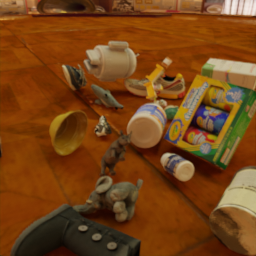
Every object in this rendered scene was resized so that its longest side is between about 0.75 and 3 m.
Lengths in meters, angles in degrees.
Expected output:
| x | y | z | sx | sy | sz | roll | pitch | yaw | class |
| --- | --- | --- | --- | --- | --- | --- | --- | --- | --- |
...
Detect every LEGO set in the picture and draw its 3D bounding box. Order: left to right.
| x | y | z | sx | sy | sz | roll | pitch | yaw | class |
| --- | --- | --- | --- | --- | --- | --- | --- | --- | --- |
| 1.341 | -1.873 | 12.209 | 1.071 | 0.866 | 2.327 | 2 | 70 | 28 | LEGO set |

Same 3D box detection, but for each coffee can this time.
| x | y | z | sx | sy | sz | roll | pitch | yaw | class |
| --- | --- | --- | --- | --- | --- | --- | --- | --- | --- |
| 2.618 | 1.728 | 6.094 | 1.170 | 1.170 | 1.598 | 19 | 34 | 31 | coffee can |

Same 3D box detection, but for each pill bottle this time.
| x | y | z | sx | sy | sz | roll | pitch | yaw | class |
| --- | --- | --- | --- | --- | --- | --- | --- | --- | --- |
| 0.714 | -0.186 | 9.589 | 1.123 | 1.123 | 2.004 | 7 | 22 | 12 | pill bottle |
| 1.315 | 1.043 | 7.731 | 0.548 | 0.548 | 0.988 | -12 | 17 | -21 | pill bottle |

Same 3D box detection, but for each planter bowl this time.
| x | y | z | sx | sy | sz | roll | pitch | yaw | class |
| --- | --- | --- | --- | --- | --- | --- | --- | --- | --- |
| -1.985 | 0.057 | 8.760 | 0.631 | 1.515 | 1.515 | 25 | 36 | 24 | planter bowl |

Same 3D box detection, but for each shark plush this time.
| x | y | z | sx | sy | sz | roll | pitch | yaw | class |
| --- | --- | --- | --- | --- | --- | --- | --- | --- | --- |
| -0.943 | -1.206 | 12.006 | 0.824 | 0.755 | 1.814 | -35 | 55 | -7 | shark plush |

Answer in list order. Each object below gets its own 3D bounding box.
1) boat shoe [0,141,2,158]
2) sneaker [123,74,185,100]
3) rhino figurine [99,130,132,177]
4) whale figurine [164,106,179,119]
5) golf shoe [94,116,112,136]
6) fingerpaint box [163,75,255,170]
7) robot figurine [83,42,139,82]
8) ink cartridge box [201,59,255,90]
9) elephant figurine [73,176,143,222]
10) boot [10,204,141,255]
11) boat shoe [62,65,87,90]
| x | y | z | sx | sy | sz | roll | pitch | yaw | class |
| --- | --- | --- | --- | --- | --- | --- | --- | --- | --- |
| -5.052 | 0.151 | 9.153 | 1.257 | 1.012 | 2.710 | -9 | 30 | -32 | boat shoe |
| 1.228 | -2.162 | 13.283 | 2.923 | 1.201 | 1.138 | 5 | 29 | 11 | sneaker |
| -0.307 | 0.645 | 7.686 | 0.474 | 1.585 | 0.693 | 23 | 30 | -17 | rhino figurine |
| 1.814 | -0.551 | 10.977 | 0.854 | 0.680 | 0.443 | 7 | 50 | -15 | whale figurine |
| -0.982 | -0.065 | 10.127 | 0.596 | 0.490 | 1.261 | -24 | 21 | -2 | golf shoe |
| 2.489 | -0.231 | 8.500 | 1.947 | 2.334 | 0.856 | 28 | 0 | 43 | fingerpaint box |
| -0.716 | -3.032 | 13.041 | 2.600 | 2.205 | 1.468 | -7 | 55 | -29 | robot figurine |
| 5.177 | -2.629 | 14.229 | 2.574 | 1.126 | 1.870 | 13 | 31 | 25 | ink cartridge box |
| -0.516 | 1.646 | 6.691 | 1.364 | 0.965 | 1.059 | 2 | -5 | 38 | elephant figurine |
| -0.980 | 2.414 | 5.453 | 2.025 | 0.665 | 1.669 | 21 | 34 | 26 | boot |
| -2.383 | -2.318 | 12.893 | 0.840 | 1.018 | 2.718 | -17 | -6 | -4 | boat shoe |
